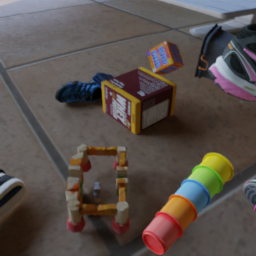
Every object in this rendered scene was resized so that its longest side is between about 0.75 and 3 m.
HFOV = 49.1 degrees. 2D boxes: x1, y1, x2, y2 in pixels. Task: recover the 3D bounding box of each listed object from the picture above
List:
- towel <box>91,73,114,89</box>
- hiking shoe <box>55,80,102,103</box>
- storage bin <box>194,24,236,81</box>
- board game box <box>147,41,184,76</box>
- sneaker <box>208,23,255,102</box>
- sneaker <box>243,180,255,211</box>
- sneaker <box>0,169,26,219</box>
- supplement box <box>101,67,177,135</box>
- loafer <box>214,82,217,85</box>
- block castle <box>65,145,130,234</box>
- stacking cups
[{"bbox_3d":[-0.810,-1.824,11.536,0.931,0.405,1.668,47,16,7],"label":"towel"},{"bbox_3d":[-1.829,-1.434,11.357,2.201,0.819,0.954,-18,40,-23],"label":"hiking shoe"},{"bbox_3d":[3.072,-2.295,9.324,1.197,1.782,1.297,29,55,23],"label":"storage bin"},{"bbox_3d":[1.332,-2.449,9.981,0.839,0.839,0.840,-21,-10,36],"label":"board game box"},{"bbox_3d":[3.082,-0.983,5.081,2.941,1.270,1.181,12,40,-11],"label":"sneaker"},{"bbox_3d":[3.406,2.180,6.661,0.986,0.832,2.254,-8,43,-21],"label":"sneaker"},{"bbox_3d":[-4.123,2.036,6.829,1.602,1.046,2.864,18,33,27],"label":"sneaker"},{"bbox_3d":[0.383,-1.099,10.519,1.989,1.321,1.962,-27,45,-31],"label":"supplement box"},{"bbox_3d":[4.176,-2.285,12.923,0.301,0.264,0.838,16,40,19],"label":"loafer"},{"bbox_3d":[-0.741,1.561,7.299,1.557,1.093,2.330,1,39,-3],"label":"block castle"},{"bbox_3d":[1.030,1.249,4.856,0.654,0.654,2.163,30,47,33],"label":"stacking cups"}]
